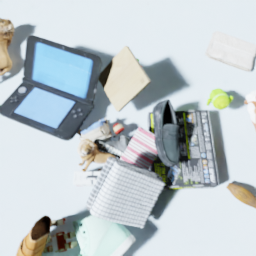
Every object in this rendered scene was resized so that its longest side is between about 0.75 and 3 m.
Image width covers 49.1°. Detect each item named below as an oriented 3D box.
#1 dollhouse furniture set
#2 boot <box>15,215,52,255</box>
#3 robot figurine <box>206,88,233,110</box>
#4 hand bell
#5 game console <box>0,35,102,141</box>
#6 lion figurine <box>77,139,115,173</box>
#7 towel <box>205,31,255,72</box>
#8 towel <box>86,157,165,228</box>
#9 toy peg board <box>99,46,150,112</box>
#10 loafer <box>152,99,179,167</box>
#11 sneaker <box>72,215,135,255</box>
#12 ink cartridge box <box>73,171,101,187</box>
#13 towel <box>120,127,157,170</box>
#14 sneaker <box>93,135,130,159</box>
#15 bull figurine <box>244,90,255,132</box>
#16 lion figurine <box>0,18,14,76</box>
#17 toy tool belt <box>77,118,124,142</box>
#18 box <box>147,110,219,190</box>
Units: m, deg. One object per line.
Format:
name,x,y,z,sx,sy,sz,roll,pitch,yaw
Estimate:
dollhouse furniture set,-1.997,3.166,8.263,0.947,0.488,0.937,-16,74,15
boot,-2.621,3.401,7.059,0.798,2.165,1.675,25,115,-14
robot figurine,2.989,-0.944,9.202,0.824,0.543,0.939,-5,32,3
hand bell,4.097,2.462,8.295,2.576,1.341,1.341,35,74,22
game console,-2.579,-1.321,9.048,2.829,1.647,2.488,20,57,13
lion figurine,-0.868,0.928,8.479,1.629,0.590,0.998,20,107,-33
towel,3.869,-2.895,10.489,1.793,0.309,1.188,21,73,7
towel,-0.061,1.797,7.892,1.931,0.826,1.599,25,91,-36
toy peg board,-0.008,-1.569,9.264,1.528,0.747,1.522,-42,67,30
loafer,1.184,0.118,8.465,0.708,0.732,2.086,5,65,-26
sneaker,-1.304,3.552,7.898,2.735,1.007,1.613,-41,72,-14
ink cartridge box,-1.142,1.592,8.690,0.987,0.712,0.413,1,74,0
towel,0.427,0.713,8.651,0.937,0.192,1.281,32,77,-3
sneaker,-0.433,0.484,8.845,1.326,0.497,0.766,29,58,-19
bull figurine,4.675,-0.084,8.936,1.707,0.916,2.812,12,53,-2
lion figurine,-4.767,-2.751,10.244,1.570,0.929,2.564,-15,85,-13
toy tool belt,-0.955,0.058,9.145,1.443,0.901,0.887,-32,79,-6
box,1.701,0.693,9.097,2.036,0.563,2.541,-3,71,0
